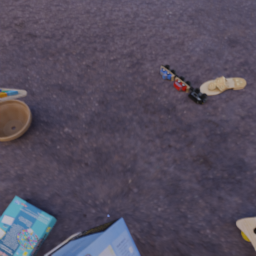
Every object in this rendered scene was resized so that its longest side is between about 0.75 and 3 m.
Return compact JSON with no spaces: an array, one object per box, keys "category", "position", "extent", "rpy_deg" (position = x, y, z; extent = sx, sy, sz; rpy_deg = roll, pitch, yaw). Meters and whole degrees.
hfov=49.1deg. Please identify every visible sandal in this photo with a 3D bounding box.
[{"category":"sandal","position":[4.083,-1.954,11.944],"extent":[2.053,0.675,0.753],"rpy_deg":[-9,60,-5]}]

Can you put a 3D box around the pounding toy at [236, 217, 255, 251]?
[{"category":"pounding toy","position":[4.517,4.089,8.435],"extent":[1.680,1.686,2.939],"rpy_deg":[-40,54,10]}]

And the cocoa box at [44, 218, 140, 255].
[{"category":"cocoa box","position":[-1.065,3.481,5.770],"extent":[1.894,2.887,1.925],"rpy_deg":[-29,83,27]}]

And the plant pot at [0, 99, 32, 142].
[{"category":"plant pot","position":[-4.569,-0.167,10.835],"extent":[1.771,0.818,1.771],"rpy_deg":[0,60,-1]}]

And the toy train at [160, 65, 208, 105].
[{"category":"toy train","position":[2.289,-1.871,12.067],"extent":[0.594,0.442,2.592],"rpy_deg":[-43,69,-9]}]

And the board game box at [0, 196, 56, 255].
[{"category":"board game box","position":[-3.538,3.469,8.925],"extent":[1.551,0.482,2.054],"rpy_deg":[24,63,13]}]

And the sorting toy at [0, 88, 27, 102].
[{"category":"sorting toy","position":[-3.314,-0.819,6.912],"extent":[1.116,0.220,1.206],"rpy_deg":[7,21,14]}]
